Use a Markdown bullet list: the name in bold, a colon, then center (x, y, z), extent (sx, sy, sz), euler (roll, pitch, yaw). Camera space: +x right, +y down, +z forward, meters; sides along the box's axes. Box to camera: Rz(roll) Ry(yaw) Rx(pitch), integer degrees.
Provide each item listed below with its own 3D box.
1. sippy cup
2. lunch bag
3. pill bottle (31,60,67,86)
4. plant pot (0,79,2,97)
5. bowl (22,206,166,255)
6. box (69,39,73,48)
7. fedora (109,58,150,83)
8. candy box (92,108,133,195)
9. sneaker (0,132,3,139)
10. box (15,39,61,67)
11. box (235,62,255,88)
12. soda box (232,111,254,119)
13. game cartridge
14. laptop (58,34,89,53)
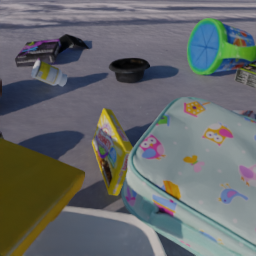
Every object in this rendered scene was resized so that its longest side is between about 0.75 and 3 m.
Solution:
- **sippy cup**: center (3.598, -3.004, 10.638), extent (1.924, 2.061, 2.625), euler (-2, 57, -24)
- **lunch bag**: center (1.413, 0.871, 4.259), extent (2.918, 1.125, 2.340), euler (28, 51, 16)
- **pill bottle**: center (-2.592, -1.768, 9.281), extent (1.061, 0.594, 0.594), euler (20, 22, -31)
- **plant pot**: center (-4.944, -1.220, 8.123), extent (1.908, 1.784, 1.784), euler (10, 31, 43)
- **bowl**: center (-0.545, 1.948, 3.327), extent (2.140, 0.800, 2.143), euler (10, 21, -13)
- **box**: center (-2.868, -4.291, 13.829), extent (0.310, 0.379, 0.798), euler (16, 29, -20)
- **fedora**: center (0.049, -2.011, 10.065), extent (1.457, 0.665, 1.457), euler (-2, 33, 2)
- **candy box**: center (-0.375, 0.406, 5.879), extent (0.255, 0.986, 1.928), euler (14, 22, -24)
- **sneaker**: center (-3.230, 0.739, 5.663), extent (0.963, 0.839, 2.141), euler (1, 32, 7)
- **box**: center (-3.858, -3.308, 12.194), extent (1.553, 0.392, 2.173), euler (-7, 36, -1)
- **box**: center (5.443, -1.780, 9.835), extent (2.286, 0.562, 2.367), euler (-26, 41, -31)
- **soda box**: center (2.312, 0.275, 6.398), extent (0.683, 0.635, 1.996), euler (2, 27, 39)
- **game cartridge**: center (-2.102, 0.673, 3.369), extent (2.524, 0.464, 2.863), euler (21, 10, 5)
- **laptop**: center (-2.775, -3.971, 13.531), extent (1.328, 0.686, 1.177), euler (7, 34, -38)
